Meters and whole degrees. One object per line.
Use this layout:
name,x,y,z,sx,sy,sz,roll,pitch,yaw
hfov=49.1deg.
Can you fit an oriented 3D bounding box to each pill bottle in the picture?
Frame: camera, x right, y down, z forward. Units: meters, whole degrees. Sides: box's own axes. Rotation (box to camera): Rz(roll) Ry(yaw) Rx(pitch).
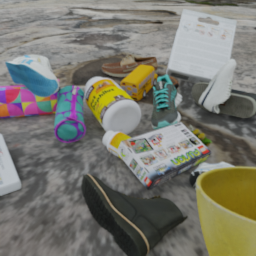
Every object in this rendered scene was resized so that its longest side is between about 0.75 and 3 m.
pill bottle,-0.609,-0.791,8.971,1.238,1.238,2.266,-15,38,-22
pill bottle,-0.127,0.507,7.566,1.149,0.628,0.628,28,41,27

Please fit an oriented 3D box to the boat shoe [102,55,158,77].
boat shoe,0.089,-2.913,12.856,2.615,0.939,0.990,-2,32,-2

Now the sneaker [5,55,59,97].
sneaker,-2.946,-1.833,9.071,1.134,1.074,2.807,-32,41,-29

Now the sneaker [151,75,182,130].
sneaker,1.131,-0.913,9.247,1.012,1.190,2.609,-15,27,19

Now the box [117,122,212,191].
box,0.962,0.608,7.021,2.267,0.394,1.248,-15,53,-40

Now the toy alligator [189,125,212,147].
toy alligator,2.041,0.260,8.292,0.295,0.408,1.230,-40,25,1

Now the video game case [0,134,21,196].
video game case,-4.284,1.152,6.924,2.661,0.305,2.422,-18,36,-26

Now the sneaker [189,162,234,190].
sneaker,2.519,1.149,6.504,2.018,0.757,0.875,11,27,23

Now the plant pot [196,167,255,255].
plant pot,2.197,1.789,4.239,2.444,1.735,2.444,3,10,-1

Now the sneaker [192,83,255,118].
sneaker,3.587,-1.013,10.061,1.334,0.939,2.512,-12,31,-42

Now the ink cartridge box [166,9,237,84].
ink cartridge box,3.093,-3.309,11.767,2.416,0.848,2.973,14,71,3

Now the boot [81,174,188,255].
boot,0.072,1.597,5.918,1.428,0.800,2.065,-19,50,-36

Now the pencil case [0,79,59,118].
pencil case,-3.647,-0.969,9.576,2.681,1.185,1.185,-9,33,-12

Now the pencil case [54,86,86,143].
pencil case,-1.771,-0.493,8.568,0.903,0.981,2.122,12,33,-20

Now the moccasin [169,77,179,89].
moccasin,1.672,-1.703,10.856,0.471,0.497,1.288,-36,-9,13

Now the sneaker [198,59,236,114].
sneaker,3.046,-1.332,9.075,0.753,1.871,0.715,41,45,21

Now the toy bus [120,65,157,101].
toy bus,0.482,-1.846,11.160,0.747,0.898,2.294,13,36,20
